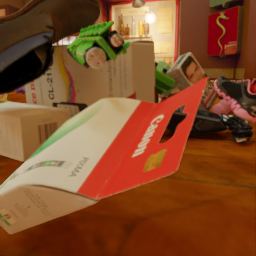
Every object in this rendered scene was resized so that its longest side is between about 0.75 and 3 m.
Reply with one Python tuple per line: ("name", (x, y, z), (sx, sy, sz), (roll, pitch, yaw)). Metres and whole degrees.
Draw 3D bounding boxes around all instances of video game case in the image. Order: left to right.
("video game case", (2.875, -0.183, 7.949), (0.904, 0.227, 0.998), (5, 13, 20))

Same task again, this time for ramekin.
("ramekin", (1.204, -1.721, 9.560), (0.566, 1.159, 1.159), (-41, 20, -5))

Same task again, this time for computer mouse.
("computer mouse", (1.682, -0.067, 6.743), (2.299, 0.606, 1.592), (13, 17, 10))

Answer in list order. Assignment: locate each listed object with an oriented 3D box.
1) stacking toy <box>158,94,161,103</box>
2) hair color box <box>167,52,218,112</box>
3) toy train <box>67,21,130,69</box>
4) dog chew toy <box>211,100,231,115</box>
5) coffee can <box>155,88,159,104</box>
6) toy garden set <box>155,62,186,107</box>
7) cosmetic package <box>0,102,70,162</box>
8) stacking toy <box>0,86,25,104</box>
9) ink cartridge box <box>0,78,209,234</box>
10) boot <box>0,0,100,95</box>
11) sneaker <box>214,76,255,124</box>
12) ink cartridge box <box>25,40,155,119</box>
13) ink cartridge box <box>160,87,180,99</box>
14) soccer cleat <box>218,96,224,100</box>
("stacking toy", (0.683, -1.169, 10.777), (1.597, 1.597, 2.185), (-6, 35, -26))
("hair color box", (2.098, -1.417, 8.954), (0.871, 1.760, 0.534), (-52, 23, -25))
("toy train", (-0.450, -0.972, 3.377), (0.498, 0.369, 1.768), (-42, 24, -1))
("dog chew toy", (3.064, -0.673, 8.928), (0.507, 0.815, 0.507), (44, 7, -7))
("coffee can", (-0.028, -0.904, 8.329), (1.131, 1.131, 1.545), (-10, 23, -39))
("toy garden set", (1.020, -1.282, 8.656), (2.348, 0.562, 2.817), (29, -5, -7))
("cosmetic package", (-2.306, -0.019, 5.708), (2.091, 0.848, 1.180), (7, 14, 36))
("stacking toy", (-2.938, -1.336, 9.188), (2.634, 0.619, 1.986), (5, -29, -40))
("ink cartridge box", (-0.276, 0.098, 2.560), (1.864, 0.467, 1.500), (-30, 16, 35))
("boot", (-1.532, -1.554, 5.160), (2.996, 1.119, 1.452), (-28, 64, -25))
("sneaker", (1.941, -0.629, 4.795), (0.498, 0.601, 1.260), (16, 31, -24))
("ink cartridge box", (-0.926, -0.850, 6.482), (2.910, 2.121, 1.205), (5, 17, 26))
("ink cartridge box", (1.849, -1.501, 11.474), (0.984, 1.361, 0.573), (-5, 15, -20))
("soccer cleat", (3.604, -1.064, 9.930), (0.747, 0.622, 1.843), (32, 4, 10))
